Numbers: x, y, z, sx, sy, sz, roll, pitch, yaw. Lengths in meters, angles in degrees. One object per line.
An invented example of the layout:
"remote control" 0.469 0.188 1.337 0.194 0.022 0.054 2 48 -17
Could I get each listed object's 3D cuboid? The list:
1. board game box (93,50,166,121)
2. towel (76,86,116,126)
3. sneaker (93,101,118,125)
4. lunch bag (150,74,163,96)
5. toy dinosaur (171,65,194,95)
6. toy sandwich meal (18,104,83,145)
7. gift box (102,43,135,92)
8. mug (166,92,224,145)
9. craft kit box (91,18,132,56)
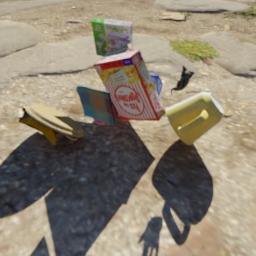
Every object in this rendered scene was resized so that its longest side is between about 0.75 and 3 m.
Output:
"board game box" 0.066 -1.498 10.701 2.015 2.661 0.616 2 39 45
"towel" -0.965 -0.677 8.314 1.459 1.070 0.158 19 41 42
"sneaker" -0.856 -0.881 12.056 0.940 0.867 2.131 5 37 39
"lunch bag" 0.783 -1.773 10.847 0.903 1.199 0.564 15 76 18
"toy dinosaur" 1.901 -1.592 9.610 0.547 0.727 1.422 19 71 11
"toy sandwich meal" -2.877 -0.076 10.420 2.542 0.870 2.542 28 8 -4
"gift box" -0.320 -2.632 12.104 1.631 1.747 1.612 -7 38 27
"mug" 2.516 -0.322 10.032 1.638 1.598 1.995 -34 34 26
"craft kit box" -0.667 -3.926 12.481 1.760 1.738 0.427 11 49 13
